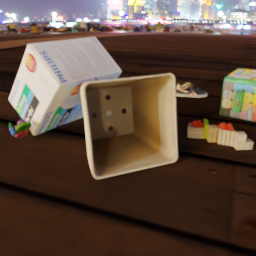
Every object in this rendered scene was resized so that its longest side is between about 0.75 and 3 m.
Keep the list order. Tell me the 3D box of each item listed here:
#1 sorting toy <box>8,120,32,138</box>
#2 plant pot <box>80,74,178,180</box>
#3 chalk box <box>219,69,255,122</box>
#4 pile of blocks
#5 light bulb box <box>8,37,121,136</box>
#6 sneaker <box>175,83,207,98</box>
[{"bbox_3d":[-3.686,-0.032,9.457,0.640,1.065,0.437,-21,75,-36],"label":"sorting toy"},{"bbox_3d":[-0.234,-0.267,8.713,2.635,2.638,2.335,-9,14,-20],"label":"plant pot"},{"bbox_3d":[5.014,-1.361,11.844,1.706,1.715,2.756,15,29,30],"label":"chalk box"},{"bbox_3d":[3.184,0.070,9.827,2.380,0.740,0.977,15,28,30],"label":"pile of blocks"},{"bbox_3d":[-2.290,-1.542,10.105,2.866,2.841,1.789,-27,75,-46],"label":"light bulb box"},{"bbox_3d":[3.277,-1.938,14.429,1.643,0.652,0.644,2,23,2],"label":"sneaker"}]
